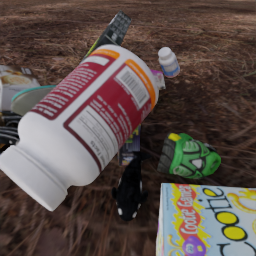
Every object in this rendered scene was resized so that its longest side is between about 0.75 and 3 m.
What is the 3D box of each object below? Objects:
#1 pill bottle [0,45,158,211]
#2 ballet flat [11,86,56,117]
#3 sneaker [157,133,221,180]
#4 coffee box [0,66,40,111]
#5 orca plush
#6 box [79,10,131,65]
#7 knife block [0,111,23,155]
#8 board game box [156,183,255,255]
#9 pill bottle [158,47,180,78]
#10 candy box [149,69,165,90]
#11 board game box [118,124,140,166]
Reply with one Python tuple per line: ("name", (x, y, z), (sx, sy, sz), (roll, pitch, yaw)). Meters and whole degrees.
("pill bottle", (-0.677, -0.042, 4.080), (1.304, 1.304, 2.309), (22, 59, 33))
("ballet flat", (-0.985, -0.299, 5.238), (0.782, 0.827, 2.454), (60, 26, 10))
("sneaker", (1.112, 0.573, 4.832), (0.858, 0.786, 2.015), (18, 5, 17))
("coffee box", (-3.231, -1.178, 8.154), (1.029, 0.717, 1.799), (1, 28, -29))
("orca plush", (0.113, 0.916, 4.322), (0.581, 1.105, 0.393), (28, -8, -8))
("box", (-0.934, -2.268, 8.654), (0.574, 2.332, 2.414), (34, 36, -15))
("knife block", (-3.256, 0.199, 5.945), (2.354, 0.753, 2.067), (-16, 33, -26))
("board game box", (1.486, 1.503, 3.261), (2.252, 1.181, 1.160), (3, 30, 4))
("pill bottle", (1.399, -2.274, 9.692), (0.575, 1.024, 0.575), (-13, 54, 18))
("candy box", (0.030, -1.106, 7.556), (1.673, 0.510, 1.141), (-11, 2, 23))
("board game box", (-0.035, -0.143, 6.025), (0.439, 1.280, 1.549), (-2, 30, -4))
